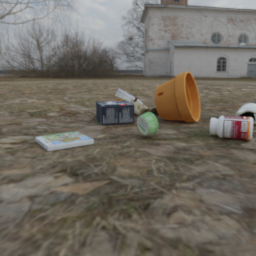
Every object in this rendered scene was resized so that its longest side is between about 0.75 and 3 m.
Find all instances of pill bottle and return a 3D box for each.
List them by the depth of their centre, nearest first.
[{"bbox_3d":[3.502,-0.019,9.540,1.336,0.754,0.754,5,13,22],"label":"pill bottle"}]

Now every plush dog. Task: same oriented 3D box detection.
[{"bbox_3d":[0.588,-1.014,14.354,0.921,0.860,1.072,20,1,-29],"label":"plush dog"}]

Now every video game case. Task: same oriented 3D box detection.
[{"bbox_3d":[-2.070,0.401,9.042,1.486,0.164,1.353,-8,15,-32],"label":"video game case"}]

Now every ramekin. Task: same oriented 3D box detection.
[{"bbox_3d":[0.639,-0.120,9.548,0.377,0.772,0.772,-19,21,-30],"label":"ramekin"}]

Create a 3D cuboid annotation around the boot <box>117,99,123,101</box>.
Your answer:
[{"bbox_3d":[-0.334,-1.018,13.738,0.952,0.681,0.335,35,-3,28],"label":"boot"}]

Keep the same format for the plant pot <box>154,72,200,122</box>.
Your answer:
[{"bbox_3d":[2.158,-1.245,12.459,1.543,2.204,2.204,-10,6,29],"label":"plant pot"}]

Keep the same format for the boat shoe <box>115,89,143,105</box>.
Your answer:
[{"bbox_3d":[-0.007,-1.683,17.456,1.813,0.773,0.670,30,9,2],"label":"boat shoe"}]

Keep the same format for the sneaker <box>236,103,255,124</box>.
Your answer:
[{"bbox_3d":[5.809,-0.455,11.472,2.787,0.980,1.117,3,18,43],"label":"sneaker"}]

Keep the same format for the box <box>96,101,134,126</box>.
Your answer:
[{"bbox_3d":[-0.606,-0.691,12.424,1.458,0.833,1.601,-4,13,-14],"label":"box"}]

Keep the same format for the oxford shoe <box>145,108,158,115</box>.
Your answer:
[{"bbox_3d":[1.222,-0.838,13.928,0.849,0.358,0.308,5,-2,-23],"label":"oxford shoe"}]
